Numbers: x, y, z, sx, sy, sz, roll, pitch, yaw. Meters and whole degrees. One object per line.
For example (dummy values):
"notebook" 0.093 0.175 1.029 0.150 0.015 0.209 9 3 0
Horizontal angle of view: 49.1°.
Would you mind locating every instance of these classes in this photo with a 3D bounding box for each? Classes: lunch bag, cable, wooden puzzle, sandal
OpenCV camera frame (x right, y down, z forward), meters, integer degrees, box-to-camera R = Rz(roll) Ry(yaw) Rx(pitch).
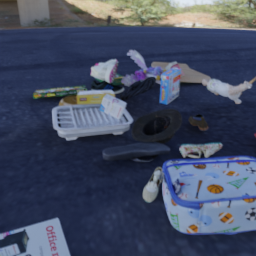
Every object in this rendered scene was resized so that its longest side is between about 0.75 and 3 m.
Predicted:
"lunch bag" 2.033 1.392 6.495 2.646 1.000 2.121 -2 23 0
"cable" 0.445 -1.758 13.129 1.942 0.493 1.585 -36 22 -23
"wooden puzzle" 3.094 -3.258 16.835 2.687 0.541 2.904 -1 29 -20
"sandal" 0.251 0.789 8.563 2.045 0.438 0.778 -5 19 -6

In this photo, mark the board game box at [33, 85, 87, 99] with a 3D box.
"board game box" -3.325 -1.776 13.814 2.512 0.295 1.316 -8 14 -11

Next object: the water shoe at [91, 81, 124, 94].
"water shoe" -1.061 -2.126 14.413 1.710 0.675 0.611 -2 25 -4

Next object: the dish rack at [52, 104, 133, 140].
"dish rack" -1.378 -0.260 10.534 2.791 0.608 2.395 -7 25 -14

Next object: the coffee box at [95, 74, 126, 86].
"coffee box" -1.049 -2.905 16.380 1.144 0.409 1.861 -14 29 -27

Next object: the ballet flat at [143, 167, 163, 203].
"ballet flat" 0.635 1.407 7.127 0.367 0.339 1.087 11 36 18

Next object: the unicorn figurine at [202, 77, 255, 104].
"unicorn figurine" 4.491 -1.713 12.452 2.683 0.991 1.843 9 -3 32

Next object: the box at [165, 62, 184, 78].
"box" 2.496 -3.017 14.956 0.563 0.480 0.880 -24 79 -42

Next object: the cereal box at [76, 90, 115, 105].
"cereal box" -1.363 -1.319 11.917 1.507 0.414 2.094 -3 12 -5

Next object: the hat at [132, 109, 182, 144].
"hat" 1.025 0.103 9.442 1.759 0.710 1.759 -17 37 13

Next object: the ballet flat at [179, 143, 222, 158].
"ballet flat" 2.265 0.729 8.707 1.336 0.505 0.427 -3 67 2

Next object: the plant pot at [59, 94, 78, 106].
"plant pot" -2.244 -1.244 13.028 1.933 0.266 1.933 0 25 0

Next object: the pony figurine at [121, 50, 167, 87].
"pony figurine" 0.934 -2.930 15.257 2.368 1.972 2.286 18 -2 39

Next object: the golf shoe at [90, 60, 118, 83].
"golf shoe" -1.216 -3.122 14.800 1.295 1.066 2.830 10 18 0

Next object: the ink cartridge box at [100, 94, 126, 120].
"ink cartridge box" -0.513 -0.717 9.592 0.774 0.559 0.327 26 36 6

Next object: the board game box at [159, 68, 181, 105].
"board game box" 2.001 -2.001 13.256 0.397 1.391 1.420 16 31 28

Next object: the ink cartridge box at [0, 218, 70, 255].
"ink cartridge box" -1.935 2.488 4.325 2.164 0.896 1.577 -11 27 -22

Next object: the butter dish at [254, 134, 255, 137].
"butter dish" 4.997 0.184 9.194 1.262 0.936 1.266 2 26 5

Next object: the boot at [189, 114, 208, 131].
"boot" 2.636 -0.359 10.666 0.436 0.566 1.168 -27 28 -9
